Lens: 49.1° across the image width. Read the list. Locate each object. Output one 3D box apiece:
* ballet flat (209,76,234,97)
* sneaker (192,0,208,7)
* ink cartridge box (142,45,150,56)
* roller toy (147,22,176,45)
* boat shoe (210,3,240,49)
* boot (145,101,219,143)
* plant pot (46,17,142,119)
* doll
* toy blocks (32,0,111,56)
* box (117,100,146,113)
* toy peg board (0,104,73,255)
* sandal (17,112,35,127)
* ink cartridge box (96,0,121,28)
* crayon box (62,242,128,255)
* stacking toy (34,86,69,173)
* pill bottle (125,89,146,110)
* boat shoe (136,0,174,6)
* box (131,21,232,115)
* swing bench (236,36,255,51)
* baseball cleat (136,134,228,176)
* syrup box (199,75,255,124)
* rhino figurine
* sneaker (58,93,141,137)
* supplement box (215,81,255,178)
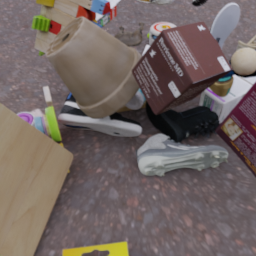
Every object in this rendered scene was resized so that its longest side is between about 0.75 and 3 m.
[{"bbox_3d":[2.401,-1.895,9.084,0.892,0.820,2.600,-24,49,-4],"label":"ballet flat"},{"bbox_3d":[2.631,-4.620,9.614,0.962,0.364,0.555,-19,55,44],"label":"sneaker"},{"bbox_3d":[1.169,-1.644,8.427,1.783,0.605,1.026,22,68,-3],"label":"ink cartridge box"},{"bbox_3d":[1.685,-4.355,13.242,1.443,1.008,1.316,-4,45,-4],"label":"roller toy"},{"bbox_3d":[2.962,-3.124,9.224,0.705,2.054,0.581,11,43,-7],"label":"boat shoe"},{"bbox_3d":[1.841,-0.400,9.488,1.809,0.817,2.207,-17,43,-22],"label":"boot"},{"bbox_3d":[-0.970,-1.709,7.459,2.307,2.002,2.307,-27,40,26],"label":"plant pot"},{"bbox_3d":[2.993,-1.567,6.843,1.938,0.688,2.840,-12,6,31],"label":"doll"},{"bbox_3d":[-1.633,-3.098,8.546,1.965,2.874,1.436,26,33,2],"label":"toy blocks"},{"bbox_3d":[-0.696,-1.309,10.751,2.490,0.265,2.035,-10,47,-11],"label":"box"},{"bbox_3d":[-3.072,1.243,6.273,1.391,2.832,2.844,2,61,34],"label":"toy peg board"},{"bbox_3d":[-3.909,0.407,8.729,1.185,0.716,2.913,8,46,8],"label":"sandal"},{"bbox_3d":[-1.238,-4.499,10.371,1.446,0.668,2.654,43,75,11],"label":"ink cartridge box"},{"bbox_3d":[-0.588,3.637,5.606,1.516,0.606,2.388,-4,46,-4],"label":"crayon box"},{"bbox_3d":[-2.490,0.119,8.139,0.955,2.047,2.262,-14,44,-13],"label":"stacking toy"},{"bbox_3d":[0.396,-1.380,10.077,0.815,0.815,1.471,18,48,17],"label":"pill bottle"},{"bbox_3d":[0.949,-4.827,10.399,1.504,0.533,0.525,16,41,13],"label":"boat shoe"},{"bbox_3d":[1.076,-1.240,5.992,1.216,1.480,1.228,-22,79,-31],"label":"box"},{"bbox_3d":[5.160,-3.057,11.770,1.284,1.277,0.833,-25,50,-22],"label":"swing bench"},{"bbox_3d":[1.553,0.650,8.353,2.648,0.923,1.409,-7,46,-8],"label":"baseball cleat"},{"bbox_3d":[3.819,-1.182,10.100,2.529,0.996,1.030,-24,50,-22],"label":"syrup box"},{"bbox_3d":[-0.232,-3.013,9.475,1.690,0.505,0.739,-3,67,26],"label":"rhino figurine"},{"bbox_3d":[-0.837,-0.693,9.253,2.822,1.031,1.579,9,71,10],"label":"sneaker"},{"bbox_3d":[2.869,-0.167,5.270,1.112,2.595,1.432,-34,72,-14],"label":"supplement box"}]
